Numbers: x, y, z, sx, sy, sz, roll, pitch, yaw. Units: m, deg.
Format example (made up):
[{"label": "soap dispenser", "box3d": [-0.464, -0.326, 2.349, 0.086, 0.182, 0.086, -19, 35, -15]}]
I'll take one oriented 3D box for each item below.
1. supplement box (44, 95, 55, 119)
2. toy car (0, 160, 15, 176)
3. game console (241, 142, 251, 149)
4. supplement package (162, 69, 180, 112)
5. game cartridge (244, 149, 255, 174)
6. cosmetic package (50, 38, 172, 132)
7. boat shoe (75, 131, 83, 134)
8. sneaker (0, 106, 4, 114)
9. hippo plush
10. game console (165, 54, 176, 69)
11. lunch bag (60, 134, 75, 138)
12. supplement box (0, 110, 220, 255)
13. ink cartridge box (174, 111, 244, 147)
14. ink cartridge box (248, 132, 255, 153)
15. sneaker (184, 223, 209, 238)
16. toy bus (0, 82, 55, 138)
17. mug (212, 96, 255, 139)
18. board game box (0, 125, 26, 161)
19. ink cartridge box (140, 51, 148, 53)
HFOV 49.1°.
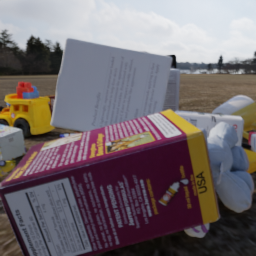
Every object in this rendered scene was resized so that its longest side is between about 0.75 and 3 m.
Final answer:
[{"label": "supplement box", "box3d": [-2.589, -0.936, 12.948, 1.758, 1.168, 1.734, 6, 14, 29]}, {"label": "toy car", "box3d": [-3.351, 0.925, 5.911, 1.484, 0.331, 1.397, -13, -12, 29]}, {"label": "game console", "box3d": [2.878, 0.354, 8.737, 1.466, 0.228, 1.297, 14, 5, -30]}, {"label": "supplement package", "box3d": [0.880, -1.037, 10.768, 1.819, 2.415, 1.833, 0, 13, -2]}, {"label": "game cartridge", "box3d": [1.926, 0.788, 7.570, 2.311, 0.425, 2.621, -10, 19, -37]}, {"label": "cosmetic package", "box3d": [-0.418, -0.982, 8.354, 2.882, 2.376, 2.378, 12, 3, 2]}, {"label": "boat shoe", "box3d": [-1.537, 0.320, 8.941, 0.621, 0.620, 1.723, 4, 14, 16]}, {"label": "sneaker", "box3d": [-6.064, -0.288, 11.980, 0.799, 0.687, 1.888, -34, 8, 26]}, {"label": "hippo plush", "box3d": [1.341, 0.918, 5.524, 1.673, 1.657, 2.081, -23, -7, 34]}, {"label": "game console", "box3d": [1.199, -2.094, 11.497, 1.670, 0.972, 1.469, -7, -28, 5]}, {"label": "lunch bag", "box3d": [-0.566, 0.748, 6.227, 1.511, 1.101, 1.778, -7, 27, -29]}, {"label": "supplement box", "box3d": [-0.239, 0.773, 4.253, 2.599, 1.341, 1.702, -14, 15, -1]}, {"label": "ink cartridge box", "box3d": [1.816, 0.239, 6.579, 1.541, 1.125, 0.648, 7, 11, 17]}, {"label": "ink cartridge box", "box3d": [4.217, 0.511, 8.286, 0.939, 0.545, 1.272, 0, 15, 8]}, {"label": "sneaker", "box3d": [1.002, 1.403, 4.752, 0.749, 0.563, 1.503, -3, 4, 20]}, {"label": "toy bus", "box3d": [-3.976, -0.731, 10.527, 2.064, 1.981, 1.400, 4, 15, 22]}, {"label": "mug", "box3d": [3.988, -0.358, 10.384, 1.459, 1.423, 1.777, -18, 15, -32]}, {"label": "board game box", "box3d": [-3.773, 0.407, 8.153, 1.454, 0.749, 0.763, 10, 24, 35]}, {"label": "ink cartridge box", "box3d": [0.491, -2.364, 9.773, 0.798, 0.461, 1.093, 9, 8, 30]}]
